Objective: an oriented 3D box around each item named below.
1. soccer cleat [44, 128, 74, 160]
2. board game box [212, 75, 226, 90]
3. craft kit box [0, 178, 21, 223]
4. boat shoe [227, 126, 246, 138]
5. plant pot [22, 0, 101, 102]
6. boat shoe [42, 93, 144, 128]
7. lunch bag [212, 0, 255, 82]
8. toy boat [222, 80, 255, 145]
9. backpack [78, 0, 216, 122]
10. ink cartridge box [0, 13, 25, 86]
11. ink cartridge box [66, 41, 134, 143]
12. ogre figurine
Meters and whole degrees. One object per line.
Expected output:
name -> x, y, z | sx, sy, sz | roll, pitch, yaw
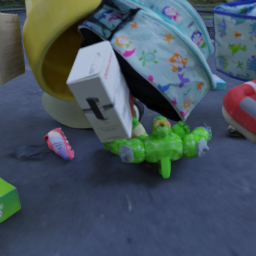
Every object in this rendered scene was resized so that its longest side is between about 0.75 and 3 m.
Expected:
soccer cleat -> -1.674, 0.444, 6.753 | 0.506, 0.441, 1.324 | -30, 37, -10
board game box -> 2.921, -1.791, 10.851 | 1.347, 0.303, 1.024 | -2, 28, -10
craft kit box -> -3.735, 1.414, 4.748 | 2.583, 0.635, 2.616 | 21, 35, 29
boat shoe -> 3.133, 0.116, 7.407 | 0.955, 0.341, 0.314 | 2, 36, 10
plant pot -> -1.048, -2.564, 6.404 | 2.972, 2.972, 2.796 | -16, 66, -26
boat shoe -> -1.016, -0.575, 7.968 | 2.965, 1.085, 0.929 | 9, 19, 16
lunch bag -> 3.461, -2.294, 7.451 | 2.320, 1.973, 1.478 | 11, 48, 29
toy boat -> 1.129, -0.263, 1.962 | 0.879, 0.574, 0.573 | -21, 50, -28
backpack -> 0.424, -1.111, 4.387 | 1.538, 1.814, 2.043 | -43, 51, 5
ink cartridge box -> -2.633, -1.614, 5.620 | 0.584, 1.280, 1.554 | -1, 20, -1
ink cartridge box -> -0.293, -0.435, 3.542 | 0.430, 1.028, 0.742 | -10, 43, 16
ogre figurine -> 0.731, 0.346, 6.178 | 2.494, 1.223, 1.495 | 14, 10, -5
